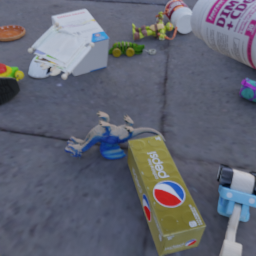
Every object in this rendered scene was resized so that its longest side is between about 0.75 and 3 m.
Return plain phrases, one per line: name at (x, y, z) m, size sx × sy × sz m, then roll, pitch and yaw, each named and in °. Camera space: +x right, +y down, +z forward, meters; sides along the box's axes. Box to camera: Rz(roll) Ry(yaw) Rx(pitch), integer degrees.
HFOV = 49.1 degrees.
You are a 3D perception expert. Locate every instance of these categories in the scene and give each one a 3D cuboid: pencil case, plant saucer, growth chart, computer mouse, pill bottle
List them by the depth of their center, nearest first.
growth chart at (-1.567, -1.755, 6.276) m, size 1.674 × 0.148 × 1.211 m, roll 35°, pitch 76°, yaw 32°
pill bottle at (3.016, -2.686, 7.469) m, size 1.618 × 1.618 × 2.855 m, roll -16°, pitch 36°, yaw -17°
pencil case at (4.539, -1.095, 9.226) m, size 1.627 × 0.752 × 0.692 m, roll 26°, pitch 86°, yaw 28°
computer mouse at (-3.163, -2.898, 11.389) m, size 1.451 × 0.581 × 2.646 m, roll 9°, pitch 42°, yaw 9°
plant saucer at (-5.764, -4.545, 13.517) m, size 1.536 × 0.248 × 1.536 m, roll 1°, pitch 41°, yaw -1°
pill bottle at (2.588, -5.576, 14.007) m, size 1.120 × 1.120 × 2.044 m, roll -6°, pitch 41°, yaw -6°

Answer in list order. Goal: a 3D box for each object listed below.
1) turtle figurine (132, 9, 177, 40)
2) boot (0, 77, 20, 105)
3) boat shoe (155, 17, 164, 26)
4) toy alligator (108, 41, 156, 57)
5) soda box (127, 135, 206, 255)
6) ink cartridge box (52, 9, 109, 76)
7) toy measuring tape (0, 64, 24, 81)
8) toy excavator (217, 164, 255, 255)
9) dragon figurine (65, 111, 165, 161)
turtle figurine at (1.236, -4.710, 13.253) m, size 2.039 × 0.814 × 2.529 m, roll -6°, pitch 54°, yaw 7°
boot at (-5.199, -1.392, 9.453) m, size 2.626 × 1.017 × 1.816 m, roll -21°, pitch 40°, yaw -23°
boat shoe at (1.582, -5.125, 14.031) m, size 0.478 × 0.504 × 1.331 m, roll 14°, pitch 52°, yaw 10°
toy alligator at (0.120, -3.458, 12.065) m, size 2.182 × 0.524 × 0.723 m, roll -3°, pitch 42°, yaw -3°
soda box at (0.711, 1.374, 6.350) m, size 0.888 × 0.839 × 2.623 m, roll -9°, pitch 42°, yaw -12°
ink cartridge box at (-1.869, -3.345, 10.925) m, size 1.472 × 1.446 × 1.999 m, roll -21°, pitch 60°, yaw -21°
toy measuring tape at (-4.996, -1.801, 9.960) m, size 2.495 × 0.918 × 0.918 m, roll -1°, pitch 41°, yaw -1°
toy excavator at (2.267, 1.785, 5.915) m, size 0.906 × 1.813 × 1.763 m, roll 12°, pitch 0°, yaw 15°
dragon figurine at (-0.392, 0.331, 7.592) m, size 2.560 × 1.273 × 0.753 m, roll 7°, pitch 36°, yaw -22°
